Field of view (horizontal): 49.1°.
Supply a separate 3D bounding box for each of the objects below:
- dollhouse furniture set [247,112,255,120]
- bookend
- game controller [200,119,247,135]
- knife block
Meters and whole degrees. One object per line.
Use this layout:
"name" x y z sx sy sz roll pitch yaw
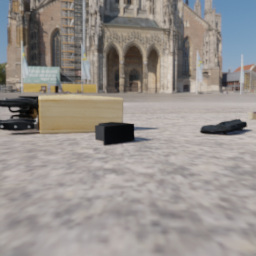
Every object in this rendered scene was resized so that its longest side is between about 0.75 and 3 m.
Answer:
"dollhouse furniture set" 6.064 -0.941 11.370 1.789 1.270 1.417 -1 6 -10
"bookend" -0.436 0.101 6.005 0.830 0.382 0.825 -7 8 -43
"game controller" 2.621 -0.005 7.640 0.874 0.353 1.676 -14 -4 38
"knife block" -1.895 -0.348 7.450 2.888 0.924 2.535 8 13 28
